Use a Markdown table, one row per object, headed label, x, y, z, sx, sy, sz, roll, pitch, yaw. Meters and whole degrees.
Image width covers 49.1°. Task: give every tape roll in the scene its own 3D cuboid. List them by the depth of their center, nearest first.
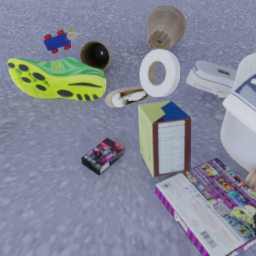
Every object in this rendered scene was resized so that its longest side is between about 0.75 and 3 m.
| label | x | y | z | sx | sy | sz | roll | pitch | yaw |
| --- | --- | --- | --- | --- | --- | --- | --- | --- | --- |
| tape roll | 0.686 | -1.205 | 6.235 | 0.193 | 1.057 | 1.057 | -8 | 37 | -42 |
| tape roll | 3.758 | -0.334 | 6.450 | 2.821 | 1.937 | 2.821 | 0 | 39 | 0 |

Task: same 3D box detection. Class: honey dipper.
| label | x | y | z | sx | sy | sz | roll | pitch | yaw |
| --- | --- | --- | --- | --- | --- | --- | --- | --- | --- |
| honey dipper | 3.421 | 1.572 | 5.465 | 2.296 | 0.436 | 0.436 | 34 | 51 | 27 |

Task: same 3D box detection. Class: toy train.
| label | x | y | z | sx | sy | sz | roll | pitch | yaw |
| --- | --- | --- | --- | --- | --- | --- | --- | --- | --- |
| toy train | -2.106 | -3.219 | 9.862 | 1.570 | 0.665 | 0.909 | -9 | 33 | 24 |

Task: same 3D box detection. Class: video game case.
| label | x | y | z | sx | sy | sz | roll | pitch | yaw |
| --- | --- | --- | --- | --- | --- | --- | --- | --- | --- |
| video game case | 1.709 | 1.513 | 5.495 | 1.670 | 0.330 | 1.842 | -19 | 42 | -21 |

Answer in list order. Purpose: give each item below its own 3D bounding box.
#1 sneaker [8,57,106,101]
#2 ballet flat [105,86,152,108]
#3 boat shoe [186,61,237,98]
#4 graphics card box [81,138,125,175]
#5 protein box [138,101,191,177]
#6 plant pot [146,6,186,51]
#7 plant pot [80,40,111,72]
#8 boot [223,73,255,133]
| label | x | y | z | sx | sy | sz | roll | pitch | yaw |
| --- | --- | --- | --- | --- | --- | --- | --- | --- | --- |
| sneaker | -2.145 | -1.563 | 8.639 | 2.999 | 1.111 | 1.253 | 11 | 38 | -3 |
| ballet flat | -0.026 | -0.856 | 7.739 | 1.510 | 0.514 | 0.508 | -16 | 21 | 22 |
| boat shoe | 2.878 | -1.279 | 8.442 | 2.348 | 0.772 | 0.845 | 11 | 48 | -19 |
| graphics card box | -0.582 | 0.654 | 6.612 | 0.576 | 0.234 | 0.918 | 30 | 51 | 28 |
| protein box | 0.769 | 0.196 | 6.156 | 0.827 | 1.226 | 1.217 | -7 | 23 | -8 |
| plant pot | 1.317 | -3.611 | 10.633 | 1.550 | 1.550 | 1.345 | 11 | 48 | 13 |
| plant pot | -1.039 | -2.576 | 9.901 | 1.089 | 1.089 | 0.945 | 8 | 24 | 9 |
| boot | 2.824 | -0.023 | 4.389 | 1.163 | 0.936 | 2.574 | -47 | 63 | 11 |
